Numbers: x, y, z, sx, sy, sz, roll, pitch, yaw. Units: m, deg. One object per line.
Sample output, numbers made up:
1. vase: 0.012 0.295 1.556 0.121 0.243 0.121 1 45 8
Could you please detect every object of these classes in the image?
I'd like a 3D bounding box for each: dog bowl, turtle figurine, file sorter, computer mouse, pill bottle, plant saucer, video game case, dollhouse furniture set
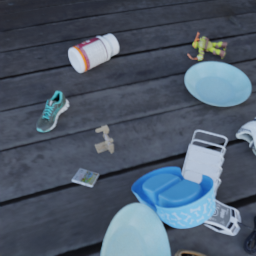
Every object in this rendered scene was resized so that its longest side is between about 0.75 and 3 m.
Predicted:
1. dog bowl: 1.272 1.931 8.037 1.662 0.739 2.981 -26 12 -21
2. turtle figurine: 4.124 -4.272 14.497 1.814 0.724 2.249 13 52 10
3. file sorter: 2.673 1.197 9.859 1.281 1.150 1.847 15 53 12
4. computer mouse: 3.068 2.896 8.915 2.534 0.556 1.389 23 60 11
5. pill bottle: -1.653 -3.693 13.696 2.278 1.248 1.248 -32 58 -24
6. plant saucer: 3.984 -1.875 12.689 2.929 0.564 2.929 0 52 -1
7. plant saucer: 0.117 3.217 6.731 0.523 2.719 2.719 -16 41 36
8. video game case: -1.485 1.743 9.819 0.729 0.092 0.801 15 22 6
9. dollhouse furniture set: -0.841 0.495 9.640 0.501 1.132 0.587 -20 58 -15

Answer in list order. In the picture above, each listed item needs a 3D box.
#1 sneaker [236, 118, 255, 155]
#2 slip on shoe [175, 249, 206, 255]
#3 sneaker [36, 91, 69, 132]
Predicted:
1. sneaker: 5.377 0.855 10.299 1.174 1.115 2.917 -30 49 -13
2. slip on shoe: 2.356 4.028 7.901 2.135 0.647 0.812 21 54 16
3. sneaker: -3.206 -0.736 11.546 0.780 0.918 2.012 15 54 12
